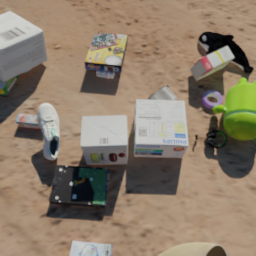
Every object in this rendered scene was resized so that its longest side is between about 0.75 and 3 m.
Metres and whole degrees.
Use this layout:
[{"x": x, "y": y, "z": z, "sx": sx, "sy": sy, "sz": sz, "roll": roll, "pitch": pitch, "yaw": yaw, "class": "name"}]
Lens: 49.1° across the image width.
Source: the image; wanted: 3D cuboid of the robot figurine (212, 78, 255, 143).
[{"x": 4.528, "y": -0.659, "z": 10.869, "sx": 2.269, "sy": 1.496, "sz": 2.586, "roll": 13, "pitch": 62, "yaw": 5, "class": "robot figurine"}]

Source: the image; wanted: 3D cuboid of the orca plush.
[{"x": 4.504, "y": -3.658, "z": 12.777, "sx": 1.569, "sy": 1.060, "sz": 2.981, "roll": -26, "pitch": 64, "yaw": -14, "class": "orca plush"}]

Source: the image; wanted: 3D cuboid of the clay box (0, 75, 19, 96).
[{"x": -6.057, "y": -2.243, "z": 12.318, "sx": 2.048, "sy": 0.487, "sz": 1.177, "roll": 17, "pitch": 62, "yaw": 9, "class": "clay box"}]

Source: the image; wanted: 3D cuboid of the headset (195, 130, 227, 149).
[{"x": 3.197, "y": 0.400, "z": 10.807, "sx": 1.187, "sy": 0.558, "sz": 0.733, "roll": -1, "pitch": 60, "yaw": 16, "class": "headset"}]

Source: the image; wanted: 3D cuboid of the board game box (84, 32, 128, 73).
[{"x": -0.950, "y": -3.497, "z": 12.819, "sx": 1.609, "sy": 0.411, "sz": 2.375, "roll": 7, "pitch": 51, "yaw": 3, "class": "board game box"}]

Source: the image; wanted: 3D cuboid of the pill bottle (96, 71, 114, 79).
[{"x": -1.007, "y": -2.426, "z": 12.469, "sx": 0.754, "sy": 0.410, "sz": 0.410, "roll": 15, "pitch": 62, "yaw": 8, "class": "pill bottle"}]

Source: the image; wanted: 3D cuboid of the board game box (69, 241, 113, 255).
[{"x": -1.222, "y": 4.260, "z": 8.654, "sx": 1.312, "sy": 0.286, "sz": 1.318, "roll": 1, "pitch": 58, "yaw": 13, "class": "board game box"}]

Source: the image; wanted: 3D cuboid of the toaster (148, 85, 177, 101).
[{"x": 1.462, "y": -1.165, "z": 11.618, "sx": 1.220, "sy": 0.693, "sz": 0.788, "roll": -37, "pitch": 71, "yaw": -17, "class": "toaster"}]

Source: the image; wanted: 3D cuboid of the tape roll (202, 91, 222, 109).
[{"x": 3.565, "y": -1.191, "z": 11.869, "sx": 0.791, "sy": 0.259, "sz": 0.791, "roll": 0, "pitch": 61, "yaw": 1, "class": "tape roll"}]

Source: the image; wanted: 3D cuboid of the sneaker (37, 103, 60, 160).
[{"x": -2.805, "y": 0.127, "z": 10.264, "sx": 0.799, "sy": 0.940, "sz": 2.125, "roll": -9, "pitch": 93, "yaw": -25, "class": "sneaker"}]

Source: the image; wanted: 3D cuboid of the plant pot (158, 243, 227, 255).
[{"x": 1.542, "y": 4.372, "z": 7.797, "sx": 1.695, "sy": 2.524, "sz": 2.524, "roll": -1, "pitch": 54, "yaw": 40, "class": "plant pot"}]

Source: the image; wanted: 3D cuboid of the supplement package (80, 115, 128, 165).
[{"x": -0.806, "y": 0.479, "z": 10.143, "sx": 1.579, "sy": 1.652, "sz": 1.215, "roll": -1, "pitch": 61, "yaw": 0, "class": "supplement package"}]

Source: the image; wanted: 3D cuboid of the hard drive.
[{"x": -1.688, "y": 2.071, "z": 9.968, "sx": 1.986, "sy": 0.376, "sz": 1.387, "roll": 3, "pitch": 61, "yaw": 2, "class": "hard drive"}]

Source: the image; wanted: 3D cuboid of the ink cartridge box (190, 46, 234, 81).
[{"x": 3.644, "y": -2.794, "z": 12.205, "sx": 1.537, "sy": 1.115, "sz": 0.641, "roll": -27, "pitch": 83, "yaw": -14, "class": "ink cartridge box"}]

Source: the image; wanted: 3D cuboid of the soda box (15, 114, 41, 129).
[{"x": -3.825, "y": -0.245, "z": 11.246, "sx": 1.229, "sy": 0.420, "sz": 0.391, "roll": 6, "pitch": 61, "yaw": 3, "class": "soda box"}]

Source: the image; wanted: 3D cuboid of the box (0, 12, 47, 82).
[{"x": -5.220, "y": -3.557, "z": 12.073, "sx": 2.386, "sy": 1.560, "sz": 2.374, "roll": 33, "pitch": 52, "yaw": 22, "class": "box"}]

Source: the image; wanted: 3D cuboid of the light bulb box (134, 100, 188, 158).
[{"x": 1.184, "y": 0.047, "z": 10.629, "sx": 1.917, "sy": 1.207, "sz": 1.934, "roll": 2, "pitch": 61, "yaw": 1, "class": "light bulb box"}]
